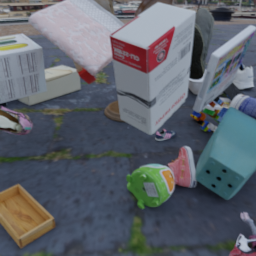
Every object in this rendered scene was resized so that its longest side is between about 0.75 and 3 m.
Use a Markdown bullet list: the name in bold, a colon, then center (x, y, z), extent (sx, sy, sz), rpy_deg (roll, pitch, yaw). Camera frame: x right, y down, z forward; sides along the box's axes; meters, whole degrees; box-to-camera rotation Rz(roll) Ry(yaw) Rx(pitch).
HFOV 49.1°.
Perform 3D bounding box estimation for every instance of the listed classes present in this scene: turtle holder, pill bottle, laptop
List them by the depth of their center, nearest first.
- **turtle holder**: center (0.541, 1.364, 6.630), extent (0.906, 1.275, 0.969), rpy_deg (-25, 68, -38)
- **pill bottle**: center (4.602, -0.476, 9.957), extent (0.998, 0.998, 1.798), rpy_deg (-19, 32, -32)
- **laptop**: center (5.071, -1.361, 11.456), extent (2.157, 1.114, 1.912), rpy_deg (46, 34, -2)

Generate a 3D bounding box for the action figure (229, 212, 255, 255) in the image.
- **action figure**: center (2.848, 2.258, 5.011), extent (2.095, 1.560, 1.403), rpy_deg (-13, -13, 7)

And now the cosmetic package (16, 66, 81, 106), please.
- **cosmetic package**: center (-3.752, -2.031, 12.962), extent (1.449, 1.023, 2.800), rpy_deg (22, 35, 36)

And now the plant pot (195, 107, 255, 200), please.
- **plant pot**: center (2.578, 0.709, 6.981), extent (1.391, 1.392, 1.969), rpy_deg (33, 42, 17)

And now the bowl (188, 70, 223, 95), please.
- **bowl**: center (3.775, -2.189, 13.527), extent (2.089, 0.780, 2.086), rpy_deg (0, 27, 1)

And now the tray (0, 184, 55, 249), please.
- **tray**: center (-2.393, 1.879, 6.171), extent (1.604, 0.297, 0.791), rpy_deg (25, 36, 38)

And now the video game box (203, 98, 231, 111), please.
- **video game box**: center (3.777, -0.964, 11.688), extent (1.215, 0.284, 1.107), rpy_deg (7, 26, 14)

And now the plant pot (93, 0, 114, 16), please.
- **plant pot**: center (-1.325, -4.872, 11.631), extent (1.343, 1.547, 1.547), rpy_deg (-10, 26, 11)

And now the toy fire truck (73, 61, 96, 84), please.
- **toy fire truck**: center (-1.416, -2.834, 9.362), extent (1.684, 2.388, 0.582), rpy_deg (-35, 38, 3)

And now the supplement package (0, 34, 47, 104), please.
- **supplement package**: center (-3.517, -1.677, 7.933), extent (1.840, 1.386, 1.396), rpy_deg (-22, 44, -33)

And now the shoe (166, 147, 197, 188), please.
- **shoe**: center (1.369, 0.990, 7.587), extent (0.700, 0.550, 1.538), rpy_deg (6, 32, -1)

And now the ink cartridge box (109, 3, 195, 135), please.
- **ink cartridge box**: center (0.564, -1.201, 5.995), extent (0.933, 2.228, 1.608), rpy_deg (28, 56, 29)

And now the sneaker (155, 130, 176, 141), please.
- **sneaker**: center (1.279, 0.192, 9.384), extent (0.814, 0.334, 0.286), rpy_deg (-15, 31, -27)

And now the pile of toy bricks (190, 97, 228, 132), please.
- **pile of toy bricks**: center (3.173, -0.280, 9.784), extent (1.095, 1.230, 2.218), rpy_deg (34, 8, -19)

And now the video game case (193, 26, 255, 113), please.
- **video game case**: center (2.820, -1.711, 8.244), extent (0.261, 2.002, 2.199), rpy_deg (36, 55, 25)

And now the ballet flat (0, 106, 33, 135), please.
- **ballet flat**: center (-3.232, -0.275, 6.533), extent (1.942, 0.671, 0.691), rpy_deg (17, -1, -1)

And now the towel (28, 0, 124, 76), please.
- **towel**: center (-1.120, -2.638, 7.534), extent (2.195, 0.354, 2.096), rpy_deg (39, 56, 4)

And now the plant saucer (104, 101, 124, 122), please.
- **plant saucer**: center (-0.023, -0.738, 11.272), extent (1.888, 0.278, 1.888), rpy_deg (-1, 27, 0)

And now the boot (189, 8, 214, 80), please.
- **boot**: center (2.595, -3.484, 10.233), extent (1.007, 2.524, 2.777), rpy_deg (13, 61, 23)

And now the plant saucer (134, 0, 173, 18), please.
- **plant saucer**: center (0.758, -3.345, 7.981), extent (1.283, 1.283, 0.221), rpy_deg (28, -1, 43)

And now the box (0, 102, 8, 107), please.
- **box**: center (-5.758, -1.714, 12.145), extent (0.856, 1.187, 1.600), rpy_deg (-9, 29, -18)

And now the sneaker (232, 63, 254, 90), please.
- **sneaker**: center (5.374, -2.875, 14.395), extent (1.037, 1.212, 2.782), rpy_deg (-14, 29, -25)
